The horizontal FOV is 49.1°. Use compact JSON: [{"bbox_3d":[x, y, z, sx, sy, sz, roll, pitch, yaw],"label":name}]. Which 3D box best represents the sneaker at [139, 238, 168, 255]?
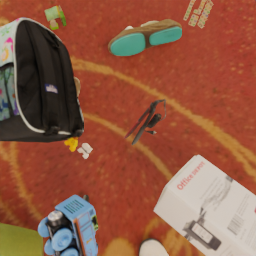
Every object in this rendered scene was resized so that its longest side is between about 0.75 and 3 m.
[{"bbox_3d":[0.857,4.068,6.746,0.873,1.401,2.614,-9,72,-3],"label":"sneaker"}]

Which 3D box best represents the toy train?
[{"bbox_3d":[-1.058,2.220,5.453,0.996,1.743,0.756,-27,31,-36],"label":"toy train"}]

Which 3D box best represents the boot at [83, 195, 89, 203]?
[{"bbox_3d":[-1.501,2.324,7.906,0.638,0.331,0.976,9,71,9],"label":"boot"}]

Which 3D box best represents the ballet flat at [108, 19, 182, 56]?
[{"bbox_3d":[0.499,-3.157,9.479,2.627,0.891,0.950,-19,53,-7],"label":"ballet flat"}]

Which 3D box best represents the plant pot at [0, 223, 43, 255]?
[{"bbox_3d":[-3.470,3.310,6.662,2.744,2.568,2.568,-1,71,-17],"label":"plant pot"}]

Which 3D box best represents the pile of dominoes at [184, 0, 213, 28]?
[{"bbox_3d":[1.898,-3.140,7.555,0.595,0.764,0.122,22,29,1],"label":"pile of dominoes"}]

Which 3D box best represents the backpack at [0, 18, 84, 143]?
[{"bbox_3d":[-2.157,-0.948,6.129,1.900,2.240,2.523,-8,84,21],"label":"backpack"}]

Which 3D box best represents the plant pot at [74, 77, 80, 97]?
[{"bbox_3d":[-2.172,-1.262,8.809,0.907,0.991,0.991,24,73,20],"label":"plant pot"}]

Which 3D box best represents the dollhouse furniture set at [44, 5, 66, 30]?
[{"bbox_3d":[-2.611,-4.021,9.891,0.595,0.456,0.908,-20,73,-6],"label":"dollhouse furniture set"}]

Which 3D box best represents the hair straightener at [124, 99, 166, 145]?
[{"bbox_3d":[0.347,-0.066,4.641,0.375,0.200,0.976,42,111,8],"label":"hair straightener"}]

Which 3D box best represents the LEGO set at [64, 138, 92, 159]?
[{"bbox_3d":[-1.403,0.164,7.178,1.275,0.486,0.523,46,104,13],"label":"LEGO set"}]

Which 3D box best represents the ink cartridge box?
[{"bbox_3d":[1.857,1.776,5.979,2.121,0.884,1.541,37,42,21],"label":"ink cartridge box"}]
